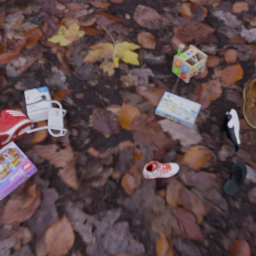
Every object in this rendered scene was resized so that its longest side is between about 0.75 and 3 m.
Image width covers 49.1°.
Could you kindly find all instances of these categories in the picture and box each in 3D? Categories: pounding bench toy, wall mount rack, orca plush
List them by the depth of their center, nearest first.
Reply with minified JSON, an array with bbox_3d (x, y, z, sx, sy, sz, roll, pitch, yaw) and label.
[{"bbox_3d":[-2.881,-0.260,10.012,1.314,0.564,1.512,9,54,-28],"label":"wall mount rack"},{"bbox_3d":[3.670,0.112,10.134,0.888,0.600,1.687,22,54,-40],"label":"orca plush"},{"bbox_3d":[2.283,-2.744,11.565,1.110,0.884,1.423,-35,62,-20],"label":"pounding bench toy"}]

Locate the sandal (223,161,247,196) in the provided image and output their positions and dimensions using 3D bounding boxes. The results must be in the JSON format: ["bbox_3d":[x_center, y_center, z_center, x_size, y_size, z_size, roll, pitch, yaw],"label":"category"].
[{"bbox_3d":[3.564,1.631,9.169,0.510,0.325,1.356,28,61,16],"label":"sandal"}]

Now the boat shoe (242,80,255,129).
[{"bbox_3d":[4.774,-0.927,10.555,0.736,0.690,2.044,5,58,3],"label":"boat shoe"}]

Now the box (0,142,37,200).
[{"bbox_3d":[-4.204,1.539,9.194,1.962,0.384,1.342,-40,66,-22],"label":"box"}]

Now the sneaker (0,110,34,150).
[{"bbox_3d":[-4.529,0.088,10.002,2.033,0.797,1.174,-28,53,-30],"label":"sneaker"}]

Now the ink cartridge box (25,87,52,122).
[{"bbox_3d":[-3.381,-0.892,10.646,0.861,0.502,1.191,-14,59,-9],"label":"ink cartridge box"}]

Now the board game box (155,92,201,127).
[{"bbox_3d":[1.906,-0.711,10.682,1.463,0.250,0.984,23,61,14],"label":"board game box"}]

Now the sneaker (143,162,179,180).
[{"bbox_3d":[1.102,1.339,9.145,1.273,0.682,0.425,-11,59,-7],"label":"sneaker"}]
